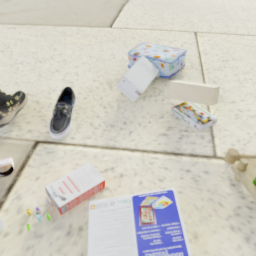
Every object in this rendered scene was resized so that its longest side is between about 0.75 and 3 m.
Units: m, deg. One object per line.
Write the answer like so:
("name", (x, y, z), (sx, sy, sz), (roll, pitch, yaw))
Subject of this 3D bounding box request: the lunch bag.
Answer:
("lunch bag", (1.487, -3.386, 13.857), (2.726, 1.030, 2.184), (22, 42, 26))

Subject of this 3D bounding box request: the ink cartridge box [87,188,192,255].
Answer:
("ink cartridge box", (0.204, 2.643, 6.576), (2.317, 0.551, 2.345), (-9, 44, 2))

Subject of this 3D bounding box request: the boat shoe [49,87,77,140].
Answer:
("boat shoe", (-2.448, -0.669, 10.566), (0.872, 0.826, 2.495), (3, 43, 7))

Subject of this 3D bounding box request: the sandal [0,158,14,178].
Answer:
("sandal", (-3.700, 1.212, 8.189), (0.693, 0.518, 1.808), (-12, 1, -24))

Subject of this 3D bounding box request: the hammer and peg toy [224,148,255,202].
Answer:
("hammer and peg toy", (4.026, 1.276, 8.224), (1.763, 0.845, 2.396), (-10, 40, -12))

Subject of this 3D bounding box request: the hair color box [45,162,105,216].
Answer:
("hair color box", (-1.484, 1.695, 7.971), (1.488, 0.476, 0.825), (-27, 52, -30))

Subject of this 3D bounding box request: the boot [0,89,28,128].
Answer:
("boot", (-4.834, -1.267, 10.360), (0.921, 1.895, 2.516), (-20, 29, 19))

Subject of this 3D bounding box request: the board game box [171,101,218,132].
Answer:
("board game box", (2.544, -0.502, 10.866), (0.972, 0.267, 1.540), (-24, 45, -27))

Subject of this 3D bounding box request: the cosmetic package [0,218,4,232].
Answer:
("cosmetic package", (-3.749, 2.807, 6.540), (0.864, 0.629, 1.699), (6, 41, 8))

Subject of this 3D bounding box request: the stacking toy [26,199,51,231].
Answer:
("stacking toy", (-2.335, 2.271, 7.309), (0.612, 0.191, 0.812), (-28, 31, -7))

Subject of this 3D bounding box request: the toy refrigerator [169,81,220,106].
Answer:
("toy refrigerator", (2.549, -1.380, 10.880), (1.845, 0.700, 0.645), (15, 21, 37))

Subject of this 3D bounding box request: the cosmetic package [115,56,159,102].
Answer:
("cosmetic package", (0.444, -2.155, 12.196), (1.081, 0.787, 2.126), (41, 46, -3))
